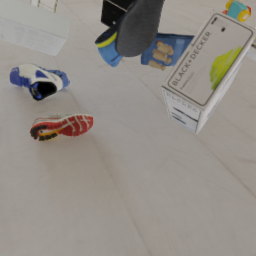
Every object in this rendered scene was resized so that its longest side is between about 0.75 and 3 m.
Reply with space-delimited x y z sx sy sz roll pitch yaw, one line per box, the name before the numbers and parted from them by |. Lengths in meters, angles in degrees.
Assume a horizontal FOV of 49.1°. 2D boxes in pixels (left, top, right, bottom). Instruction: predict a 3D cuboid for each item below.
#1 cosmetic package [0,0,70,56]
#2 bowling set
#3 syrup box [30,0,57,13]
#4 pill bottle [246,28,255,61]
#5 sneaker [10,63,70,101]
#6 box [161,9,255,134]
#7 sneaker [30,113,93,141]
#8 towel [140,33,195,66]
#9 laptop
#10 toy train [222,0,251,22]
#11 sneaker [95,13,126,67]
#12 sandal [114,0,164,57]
cosmetic package | -2.628 -2.655 7.565 1.727 0.592 2.291 11 -1 -22
bowling set | 0.885 -1.894 6.947 0.473 0.882 0.614 20 70 -9
syrup box | -2.175 -3.624 7.419 0.506 1.286 0.524 13 -5 -43
pill bottle | 4.293 -2.870 8.716 0.816 1.427 0.816 36 9 -6
sneaker | -3.456 -1.699 10.322 2.269 0.917 1.311 9 34 10
box | 1.082 -0.619 4.042 0.582 1.937 1.130 34 88 15
sneaker | -1.963 -0.185 8.371 1.848 0.719 0.759 -7 35 -10
towel | 1.448 -2.494 9.043 2.067 1.154 0.502 1 52 -7
laptop | -0.202 -4.377 10.297 1.338 1.510 0.780 35 54 14
toy train | 2.405 -3.102 6.531 0.468 1.683 1.264 -13 17 -22
sneaker | 0.139 -2.790 8.202 2.503 0.981 0.825 -47 34 -17
sandal | 0.386 -2.938 7.135 0.960 2.523 0.540 24 0 -29
